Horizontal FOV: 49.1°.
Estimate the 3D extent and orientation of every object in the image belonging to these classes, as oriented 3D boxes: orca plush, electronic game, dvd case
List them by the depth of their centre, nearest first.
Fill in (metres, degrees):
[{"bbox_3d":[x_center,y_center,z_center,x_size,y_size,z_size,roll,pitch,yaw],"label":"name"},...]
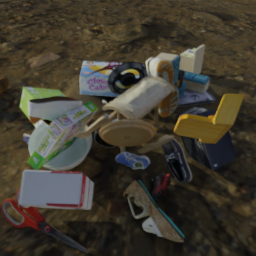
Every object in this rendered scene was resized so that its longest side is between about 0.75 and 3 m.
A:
[{"bbox_3d":[-0.021,-1.729,9.959,1.475,1.475,0.307,-12,51,-16],"label":"electronic game"},{"bbox_3d":[-0.687,-1.735,13.289,1.517,1.025,2.883,-26,43,-31],"label":"orca plush"},{"bbox_3d":[2.514,-1.718,13.950,2.909,0.232,2.163,-7,36,-10],"label":"dvd case"}]

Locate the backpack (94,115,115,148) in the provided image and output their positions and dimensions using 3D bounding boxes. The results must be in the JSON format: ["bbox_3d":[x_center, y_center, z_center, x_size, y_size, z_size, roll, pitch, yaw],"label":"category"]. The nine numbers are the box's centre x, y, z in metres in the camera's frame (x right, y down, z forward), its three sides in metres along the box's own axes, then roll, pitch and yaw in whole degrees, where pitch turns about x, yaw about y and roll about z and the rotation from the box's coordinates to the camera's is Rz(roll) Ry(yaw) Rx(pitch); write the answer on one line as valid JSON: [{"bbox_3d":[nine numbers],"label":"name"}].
[{"bbox_3d":[-0.712,0.152,10.537,1.022,1.152,0.867,25,30,-15],"label":"backpack"}]

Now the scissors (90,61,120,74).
[{"bbox_3d":[-0.882,-2.210,10.321,1.234,0.086,0.452,-9,75,-13],"label":"scissors"}]

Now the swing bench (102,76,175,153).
[{"bbox_3d":[0.205,-0.559,9.211,1.321,2.036,2.025,41,56,16],"label":"swing bench"}]

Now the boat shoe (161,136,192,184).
[{"bbox_3d":[1.374,0.923,8.285,0.484,0.560,1.543,-3,64,-59],"label":"boat shoe"}]

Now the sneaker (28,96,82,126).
[{"bbox_3d":[-2.196,-0.511,8.445,0.679,0.789,1.864,21,22,35],"label":"sneaker"}]

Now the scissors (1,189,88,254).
[{"bbox_3d":[-2.378,2.776,7.704,2.858,0.199,1.045,37,82,19],"label":"scissors"}]

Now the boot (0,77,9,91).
[{"bbox_3d":[-7.053,-2.055,14.174,1.409,0.696,1.815,6,43,15],"label":"boot"}]

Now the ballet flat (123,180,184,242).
[{"bbox_3d":[0.603,2.445,7.875,0.768,0.829,2.352,-35,40,-9],"label":"ballet flat"}]

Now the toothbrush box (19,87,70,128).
[{"bbox_3d":[-3.205,-0.760,11.529,1.669,0.987,2.293,-1,28,-43],"label":"toothbrush box"}]

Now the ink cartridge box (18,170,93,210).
[{"bbox_3d":[-1.777,1.704,7.417,1.464,1.994,0.827,2,72,2],"label":"ink cartridge box"}]

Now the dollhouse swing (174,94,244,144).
[{"bbox_3d":[1.909,-0.305,6.877,1.137,1.293,1.175,24,70,9],"label":"dollhouse swing"}]

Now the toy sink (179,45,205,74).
[{"bbox_3d":[3.495,-3.759,15.554,0.932,1.664,1.085,25,43,29],"label":"toy sink"}]

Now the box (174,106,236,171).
[{"bbox_3d":[2.498,0.284,9.223,0.967,1.619,1.646,-25,18,-10],"label":"box"}]

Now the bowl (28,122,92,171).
[{"bbox_3d":[-2.270,0.682,9.767,2.118,0.952,2.118,0,56,1],"label":"bowl"}]

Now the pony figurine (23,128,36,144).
[{"bbox_3d":[-3.239,0.397,10.487,1.319,1.098,1.273,7,22,24],"label":"pony figurine"}]

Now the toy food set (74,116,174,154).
[{"bbox_3d":[-0.064,0.070,7.851,2.470,1.705,0.496,17,59,-34],"label":"toy food set"}]

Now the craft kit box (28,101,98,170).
[{"bbox_3d":[-2.034,0.205,8.860,0.482,1.988,1.963,44,33,6],"label":"craft kit box"}]

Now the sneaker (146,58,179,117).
[{"bbox_3d":[1.339,-1.683,11.447,0.995,2.630,1.153,-27,40,-20],"label":"sneaker"}]

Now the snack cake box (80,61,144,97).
[{"bbox_3d":[-0.593,-1.952,11.206,2.542,0.854,1.462,3,36,-5],"label":"snack cake box"}]

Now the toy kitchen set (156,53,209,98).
[{"bbox_3d":[2.549,-2.467,12.747,1.756,2.388,2.981,21,42,23],"label":"toy kitchen set"}]

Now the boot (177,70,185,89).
[{"bbox_3d":[2.215,-2.134,12.244,0.306,0.820,0.397,17,7,41],"label":"boot"}]

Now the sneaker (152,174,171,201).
[{"bbox_3d":[0.941,1.841,8.878,0.552,0.400,1.131,16,38,23],"label":"sneaker"}]

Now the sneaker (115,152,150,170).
[{"bbox_3d":[0.113,1.061,8.974,1.145,0.433,0.441,4,27,19],"label":"sneaker"}]
